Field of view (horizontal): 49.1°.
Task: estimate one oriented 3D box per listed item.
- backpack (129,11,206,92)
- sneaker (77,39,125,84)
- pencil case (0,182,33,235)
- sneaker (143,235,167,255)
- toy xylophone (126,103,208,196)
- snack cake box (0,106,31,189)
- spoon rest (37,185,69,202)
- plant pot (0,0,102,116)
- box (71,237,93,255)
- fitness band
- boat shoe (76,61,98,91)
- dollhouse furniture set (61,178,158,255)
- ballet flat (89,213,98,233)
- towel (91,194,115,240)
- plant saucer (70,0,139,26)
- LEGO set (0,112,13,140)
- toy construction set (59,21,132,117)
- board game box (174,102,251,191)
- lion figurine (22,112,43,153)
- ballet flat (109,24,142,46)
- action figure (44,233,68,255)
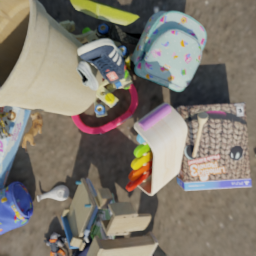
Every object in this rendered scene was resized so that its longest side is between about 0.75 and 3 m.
[{"bbox_3d":[1.118,-2.089,7.478,1.700,1.482,1.934,20,99,-16],"label":"backpack"},{"bbox_3d":[-0.490,-1.494,6.620,0.744,1.985,0.839,-16,90,20],"label":"sneaker"},{"bbox_3d":[-4.197,2.814,8.125,2.989,1.166,1.298,-31,88,-1],"label":"pencil case"},{"bbox_3d":[0.562,3.872,7.882,0.578,1.521,1.099,25,89,-12],"label":"sneaker"},{"bbox_3d":[0.908,0.563,6.743,2.008,2.742,0.689,-30,56,-30],"label":"toy xylophone"},{"bbox_3d":[-4.136,0.416,8.326,1.496,0.874,2.602,18,89,2],"label":"snack cake box"},{"bbox_3d":[-2.300,2.054,8.635,0.954,0.289,0.474,-9,90,-13],"label":"spoon rest"},{"bbox_3d":[-2.130,-1.501,6.833,2.804,2.567,2.804,-10,72,34],"label":"plant pot"},{"bbox_3d":[-0.894,3.963,8.316,1.232,0.765,1.242,-42,89,-2],"label":"box"},{"bbox_3d":[-0.726,-0.720,8.638,2.149,0.402,1.543,-30,86,-1],"label":"fitness band"},{"bbox_3d":[-0.949,-1.114,6.351,0.294,0.843,0.300,19,61,31],"label":"boat shoe"},{"bbox_3d":[-0.492,2.244,7.424,1.615,2.475,2.337,8,116,-32],"label":"dollhouse furniture set"},{"bbox_3d":[-0.822,2.748,8.571,1.183,0.406,0.373,-41,116,-3],"label":"ballet flat"},{"bbox_3d":[-0.547,2.704,7.651,0.243,1.585,1.182,-9,117,16],"label":"towel"},{"bbox_3d":[-0.661,-2.984,7.158,1.388,1.386,0.332,36,119,37],"label":"plant saucer"},{"bbox_3d":[-3.778,-0.471,6.993,1.424,1.890,2.458,-21,84,-26],"label":"LEGO set"},{"bbox_3d":[-0.954,-1.942,8.172,1.907,1.340,2.908,-38,92,-1],"label":"toy construction set"},{"bbox_3d":[2.371,0.519,8.187,1.873,1.138,2.349,-4,89,0],"label":"board game box"},{"bbox_3d":[-2.212,0.092,6.483,0.318,0.537,0.877,14,53,-6],"label":"lion figurine"},{"bbox_3d":[0.102,-2.640,8.024,0.490,1.474,0.419,46,128,35],"label":"ballet flat"},{"bbox_3d":[-2.062,3.604,8.464,0.981,0.513,0.949,-15,97,-1],"label":"action figure"}]
